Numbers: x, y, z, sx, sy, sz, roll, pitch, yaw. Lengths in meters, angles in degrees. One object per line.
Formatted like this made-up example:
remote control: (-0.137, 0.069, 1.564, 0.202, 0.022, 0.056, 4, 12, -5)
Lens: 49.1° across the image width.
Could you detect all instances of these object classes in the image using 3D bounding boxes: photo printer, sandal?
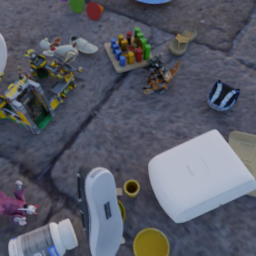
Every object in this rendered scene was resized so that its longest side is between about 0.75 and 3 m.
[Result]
photo printer: (1.706, 1.224, 7.145, 2.251, 0.782, 1.873, -24, 49, 0)
sandal: (2.046, -3.291, 10.397, 0.642, 0.432, 1.599, 32, 64, 18)

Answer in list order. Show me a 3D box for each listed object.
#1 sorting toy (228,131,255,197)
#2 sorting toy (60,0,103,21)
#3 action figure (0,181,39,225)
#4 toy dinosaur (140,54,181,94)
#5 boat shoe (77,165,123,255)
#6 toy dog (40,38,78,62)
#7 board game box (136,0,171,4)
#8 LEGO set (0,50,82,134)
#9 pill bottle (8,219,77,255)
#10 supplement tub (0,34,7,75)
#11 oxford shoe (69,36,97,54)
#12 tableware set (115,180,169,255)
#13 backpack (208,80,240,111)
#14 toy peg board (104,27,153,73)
sorting toy: (3.232, 0.989, 7.902, 2.399, 0.321, 1.787, 13, 63, 9)
sorting toy: (-1.817, -5.094, 11.497, 2.056, 0.713, 0.708, 29, 40, 14)
action figure: (-3.004, 1.991, 6.911, 1.593, 1.186, 1.067, 25, 41, -30)
toy dinosaur: (1.066, -1.786, 9.409, 1.663, 0.850, 1.129, -34, 88, -33)
boat shoe: (-0.744, 1.936, 6.320, 0.866, 2.476, 0.820, -27, 32, -37)
toy dog: (-2.244, -2.749, 9.445, 1.292, 0.622, 0.852, 7, 33, -32)
board game box: (0.951, -6.138, 12.109, 2.206, 0.544, 2.792, 0, 64, -5)
LEGO set: (-2.959, -1.377, 8.386, 2.259, 1.702, 2.937, 34, 67, 22)
pill bottle: (-1.948, 2.717, 6.529, 1.393, 0.793, 0.793, -20, 61, -12)
supplement tub: (-5.746, -2.542, 8.957, 2.942, 2.133, 2.133, 18, 60, 12)
oxford shoe: (-1.663, -3.042, 10.200, 1.253, 0.362, 0.471, 29, 54, 24)
tableware set: (0.033, 2.672, 6.771, 1.911, 0.435, 2.837, -4, 58, -3)
backpack: (2.935, -0.913, 8.828, 0.863, 0.636, 0.945, 30, 62, 17)
toy peg board: (0.045, -2.843, 9.925, 1.435, 0.705, 1.441, -17, 60, -14)
